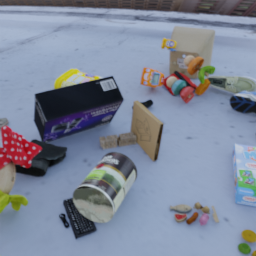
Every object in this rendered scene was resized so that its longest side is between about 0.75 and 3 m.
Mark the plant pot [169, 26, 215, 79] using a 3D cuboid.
[{"bbox_3d":[3.178,-3.822,14.851,2.213,2.216,1.962,13,47,20],"label":"plant pot"}]

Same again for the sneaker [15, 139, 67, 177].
[{"bbox_3d":[-3.090,0.824,8.611,2.222,0.667,1.159,14,43,-6],"label":"sneaker"}]

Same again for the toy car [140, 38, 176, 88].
[{"bbox_3d":[1.537,-3.150,13.187,0.981,2.948,1.446,17,-8,26],"label":"toy car"}]

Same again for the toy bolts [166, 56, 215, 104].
[{"bbox_3d":[2.684,-2.103,12.536,1.924,1.837,1.334,-43,68,-8],"label":"toy bolts"}]

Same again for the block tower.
[{"bbox_3d":[-0.355,0.440,9.718,1.251,0.338,0.362,-7,35,-12],"label":"block tower"}]

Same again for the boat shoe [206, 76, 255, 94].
[{"bbox_3d":[4.694,-1.963,12.865,2.427,0.874,0.753,15,19,40],"label":"boat shoe"}]

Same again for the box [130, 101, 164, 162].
[{"bbox_3d":[0.567,0.064,9.302,0.183,1.406,1.720,-10,34,-24],"label":"box"}]

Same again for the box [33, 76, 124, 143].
[{"bbox_3d":[-1.761,-0.612,9.729,2.730,1.927,1.077,-18,76,-25],"label":"box"}]

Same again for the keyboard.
[{"bbox_3d":[-1.347,2.246,7.109,0.751,0.160,1.250,-14,35,-21],"label":"keyboard"}]

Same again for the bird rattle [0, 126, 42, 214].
[{"bbox_3d":[-3.254,1.081,6.659,1.894,2.324,1.309,8,7,6],"label":"bird rattle"}]

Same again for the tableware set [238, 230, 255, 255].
[{"bbox_3d":[3.078,2.604,6.564,0.790,0.180,1.172,19,38,31],"label":"tableware set"}]

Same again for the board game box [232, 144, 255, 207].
[{"bbox_3d":[4.018,1.391,8.170,1.753,0.424,2.317,8,33,13],"label":"board game box"}]

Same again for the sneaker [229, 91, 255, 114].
[{"bbox_3d":[5.474,-0.935,11.219,2.580,0.977,0.994,29,48,34],"label":"sneaker"}]

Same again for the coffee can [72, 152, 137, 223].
[{"bbox_3d":[-0.548,1.496,7.260,1.126,1.126,1.538,13,31,19],"label":"coffee can"}]

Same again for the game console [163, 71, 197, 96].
[{"bbox_3d":[2.548,-2.045,13.625,1.262,0.869,1.465,18,29,-34],"label":"game console"}]

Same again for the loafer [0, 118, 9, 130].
[{"bbox_3d":[-5.174,-0.086,10.406,0.535,0.468,1.487,26,41,34],"label":"loafer"}]

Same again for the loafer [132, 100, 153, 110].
[{"bbox_3d":[0.588,-0.894,11.760,1.095,0.384,0.372,-20,72,-35],"label":"loafer"}]

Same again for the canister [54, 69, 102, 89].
[{"bbox_3d":[-1.951,-1.807,12.574,2.189,0.948,1.626,18,43,23],"label":"canister"}]

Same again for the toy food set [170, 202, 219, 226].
[{"bbox_3d":[1.668,2.175,7.103,1.154,0.182,0.734,-5,33,2],"label":"toy food set"}]
